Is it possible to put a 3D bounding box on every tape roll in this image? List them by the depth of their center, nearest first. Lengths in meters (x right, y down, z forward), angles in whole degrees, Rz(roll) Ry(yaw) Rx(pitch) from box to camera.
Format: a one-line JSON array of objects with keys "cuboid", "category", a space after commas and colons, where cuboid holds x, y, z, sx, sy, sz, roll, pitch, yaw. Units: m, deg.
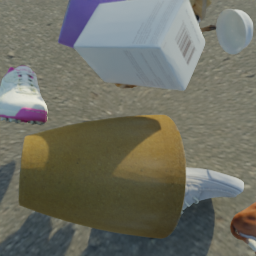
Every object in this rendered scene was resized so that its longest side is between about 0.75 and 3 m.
[{"cuboid": [-0.864, -3.256, 7.070, 1.131, 2.661, 2.661, 16, 58, -18], "category": "tape roll"}]

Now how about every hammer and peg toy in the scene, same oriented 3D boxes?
[{"cuboid": [0.961, -3.554, 6.556, 0.806, 1.682, 2.287, -44, 85, 12], "category": "hammer and peg toy"}]

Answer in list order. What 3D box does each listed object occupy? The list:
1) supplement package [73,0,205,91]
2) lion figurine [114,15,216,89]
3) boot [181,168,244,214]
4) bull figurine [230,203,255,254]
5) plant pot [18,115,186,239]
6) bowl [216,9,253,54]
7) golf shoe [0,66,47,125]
[{"cuboid": [0.182, -1.409, 4.731, 1.792, 1.047, 1.051, 13, 70, 37], "category": "supplement package"}, {"cuboid": [0.830, -1.812, 7.157, 2.646, 1.620, 0.959, -21, 83, -13], "category": "lion figurine"}, {"cuboid": [1.319, 1.754, 7.040, 2.938, 1.080, 1.404, 7, 67, 13], "category": "boot"}, {"cuboid": [2.847, 1.412, 4.629, 2.273, 0.740, 1.380, -37, 24, 13], "category": "bull figurine"}, {"cuboid": [-0.561, 0.767, 4.718, 2.320, 2.162, 2.162, 4, 59, -17], "category": "plant pot"}, {"cuboid": [2.785, -2.485, 7.103, 0.508, 1.130, 1.130, -20, 62, -12], "category": "bowl"}, {"cuboid": [-2.246, -0.727, 5.787, 0.951, 2.524, 1.155, 8, 97, -34], "category": "golf shoe"}]
